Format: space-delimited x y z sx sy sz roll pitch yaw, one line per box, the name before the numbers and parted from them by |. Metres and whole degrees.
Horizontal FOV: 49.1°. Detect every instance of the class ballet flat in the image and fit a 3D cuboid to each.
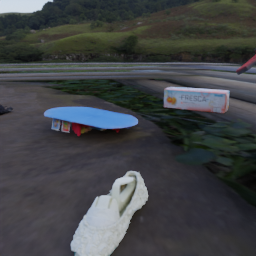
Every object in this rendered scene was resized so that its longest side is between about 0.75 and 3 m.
ballet flat | -0.215 1.042 3.718 0.608 0.608 1.694 7 18 22

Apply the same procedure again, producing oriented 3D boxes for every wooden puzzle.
wooden puzzle | 3.086 -1.860 4.889 2.688 0.189 1.594 -37 1 -27

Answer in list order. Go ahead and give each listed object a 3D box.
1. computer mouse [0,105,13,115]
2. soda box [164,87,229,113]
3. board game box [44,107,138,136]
computer mouse | -4.894 -0.659 10.130 1.203 0.317 0.833 16 20 15
soda box | 2.614 -1.111 10.793 2.372 0.754 0.811 9 18 27
board game box | -1.010 -0.108 7.891 2.571 0.501 2.031 12 15 19
